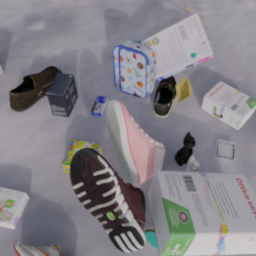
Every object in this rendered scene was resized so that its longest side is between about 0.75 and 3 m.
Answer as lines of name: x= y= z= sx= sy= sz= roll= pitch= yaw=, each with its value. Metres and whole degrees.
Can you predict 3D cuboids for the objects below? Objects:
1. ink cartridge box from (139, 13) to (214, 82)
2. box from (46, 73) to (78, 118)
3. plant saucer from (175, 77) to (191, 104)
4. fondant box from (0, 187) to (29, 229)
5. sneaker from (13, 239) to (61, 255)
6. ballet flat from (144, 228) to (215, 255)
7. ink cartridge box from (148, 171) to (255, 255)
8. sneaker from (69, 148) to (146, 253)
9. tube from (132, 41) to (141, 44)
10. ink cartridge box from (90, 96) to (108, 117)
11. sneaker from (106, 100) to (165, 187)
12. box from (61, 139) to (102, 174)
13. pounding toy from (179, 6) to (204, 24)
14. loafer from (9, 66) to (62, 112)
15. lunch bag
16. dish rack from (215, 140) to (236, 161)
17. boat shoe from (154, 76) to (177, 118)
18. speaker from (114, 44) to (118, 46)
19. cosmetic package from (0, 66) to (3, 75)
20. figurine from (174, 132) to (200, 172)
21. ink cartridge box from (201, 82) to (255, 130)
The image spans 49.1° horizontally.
ink cartridge box: x=1.695 y=-3.021 z=11.093 sx=2.909 sy=0.610 sz=1.736 roll=-21 pitch=81 yaw=20
box: x=-2.542 y=-1.276 z=10.958 sx=0.720 sy=1.227 sz=1.206 roll=8 pitch=51 yaw=7
plant saucer: x=2.155 y=-1.433 z=10.769 sx=0.192 sy=0.793 sz=0.793 roll=2 pitch=73 yaw=-23
fondant box: x=-3.931 y=2.367 z=8.515 sx=1.435 sy=0.418 sz=1.035 roll=10 pitch=51 yaw=9
sneaker: x=-2.244 y=3.473 z=7.514 sx=1.830 sy=0.712 sz=0.752 roll=25 pitch=50 yaw=7
ballet flat: x=1.431 y=3.252 z=7.774 sx=2.060 sy=0.695 sz=0.642 roll=24 pitch=27 yaw=14
ink cartridge box: x=2.097 y=2.281 z=7.621 sx=2.731 sy=1.147 sz=1.978 roll=4 pitch=39 yaw=-11
sneaker: x=-0.395 y=1.636 z=7.453 sx=1.123 sy=2.969 sz=1.715 roll=-22 pitch=13 yaw=19
tube: x=0.916 y=-3.997 z=13.657 sx=2.344 sy=0.591 sz=0.908 roll=1 pitch=32 yaw=6
ink cartridge box: x=-1.155 y=-0.888 z=11.273 sx=0.441 sy=0.207 sz=0.938 roll=7 pitch=50 yaw=11
sneaker: x=0.278 y=0.365 z=9.077 sx=1.479 sy=1.065 sz=2.829 roll=-17 pitch=93 yaw=-24
box: x=-1.532 y=1.037 z=9.448 sx=1.015 sy=0.643 sz=1.054 roll=11 pitch=51 yaw=9
pounding toy: x=2.935 y=-4.967 z=14.168 sx=1.366 sy=0.821 sz=1.770 roll=24 pitch=88 yaw=-18
loafer: x=-3.755 y=-1.785 z=11.527 sx=1.000 sy=0.978 sz=2.741 roll=24 pitch=55 yaw=18
lunch bag: x=0.162 y=-2.062 z=10.179 sx=1.643 sy=2.050 sz=0.775 roll=23 pitch=48 yaw=22
dish rack: x=3.446 y=0.817 z=9.936 sx=0.681 sy=0.173 sz=0.794 roll=13 pitch=52 yaw=10
boat shoe: x=1.573 y=-1.473 z=11.467 sx=0.852 sy=0.730 sz=2.329 roll=11 pitch=50 yaw=11
speaker: x=0.301 y=-3.489 z=13.047 sx=1.942 sy=0.788 sz=0.788 roll=0 pitch=51 yaw=1
cosmetic package: x=-6.668 y=-2.279 z=11.750 sx=0.876 sy=1.297 sz=2.466 roll=27 pitch=57 yaw=20
figurine: x=1.929 y=1.056 z=8.958 sx=0.610 sy=1.382 sz=1.416 roll=-1 pitch=51 yaw=-1
ink cartridge box: x=3.943 y=-0.894 z=10.969 sx=1.709 sy=0.717 sz=1.237 roll=36 pitch=59 yaw=26
